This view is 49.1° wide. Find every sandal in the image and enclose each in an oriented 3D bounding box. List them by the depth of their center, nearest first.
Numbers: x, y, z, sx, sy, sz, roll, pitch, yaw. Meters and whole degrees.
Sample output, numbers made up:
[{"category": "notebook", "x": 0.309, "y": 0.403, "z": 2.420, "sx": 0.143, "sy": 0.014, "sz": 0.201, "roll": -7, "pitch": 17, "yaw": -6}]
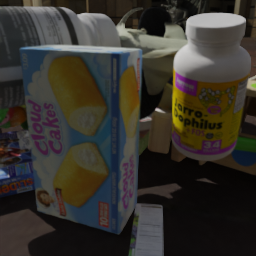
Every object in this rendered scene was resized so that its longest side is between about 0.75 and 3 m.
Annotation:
[{"category": "sandal", "x": 0.384, "y": -1.275, "z": 5.935, "sx": 0.894, "sy": 2.381, "sz": 0.537, "roll": 13, "pitch": 6, "yaw": -6}]

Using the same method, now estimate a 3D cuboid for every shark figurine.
[{"category": "shark figurine", "x": 0.376, "y": -1.363, "z": 5.509, "sx": 1.840, "sy": 1.285, "sz": 3.080, "roll": -28, "pitch": 44, "yaw": -32}]

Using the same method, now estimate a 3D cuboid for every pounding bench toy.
[{"category": "pounding bench toy", "x": 2.045, "y": 0.043, "z": 5.440, "sx": 2.268, "sy": 1.806, "sz": 2.907, "roll": 18, "pitch": 28, "yaw": 36}]

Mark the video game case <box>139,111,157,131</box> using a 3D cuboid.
[{"category": "video game case", "x": -0.417, "y": -0.324, "z": 7.041, "sx": 1.857, "sy": 0.227, "sz": 2.597, "roll": -13, "pitch": 21, "yaw": -18}]

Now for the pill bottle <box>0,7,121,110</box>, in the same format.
[{"category": "pill bottle", "x": -1.717, "y": -1.285, "z": 5.054, "sx": 2.929, "sy": 1.668, "sz": 1.668, "roll": -15, "pitch": 26, "yaw": -32}]

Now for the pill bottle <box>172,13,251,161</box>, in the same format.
[{"category": "pill bottle", "x": 1.156, "y": -0.550, "z": 4.046, "sx": 1.020, "sy": 1.957, "sz": 1.020, "roll": -3, "pitch": 34, "yaw": 2}]

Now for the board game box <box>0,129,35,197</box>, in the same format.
[{"category": "board game box", "x": -2.621, "y": 0.669, "z": 5.779, "sx": 1.492, "sy": 0.380, "sz": 2.204, "roll": -9, "pitch": 24, "yaw": -22}]

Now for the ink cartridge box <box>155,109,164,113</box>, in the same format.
[{"category": "ink cartridge box", "x": 1.097, "y": -0.314, "z": 7.936, "sx": 0.923, "sy": 0.530, "sz": 1.575, "roll": 8, "pitch": 24, "yaw": 5}]

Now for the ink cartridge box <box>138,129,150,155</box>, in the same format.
[{"category": "ink cartridge box", "x": 0.034, "y": 0.019, "z": 7.265, "sx": 1.354, "sy": 0.446, "sz": 1.860, "roll": 12, "pitch": 26, "yaw": 21}]

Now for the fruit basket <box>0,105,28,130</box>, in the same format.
[{"category": "fruit basket", "x": -2.828, "y": -0.438, "z": 6.777, "sx": 1.106, "sy": 2.184, "sz": 2.358, "roll": 46, "pitch": 40, "yaw": -2}]

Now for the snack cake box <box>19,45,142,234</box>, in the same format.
[{"category": "snack cake box", "x": -0.638, "y": 0.122, "z": 4.184, "sx": 1.475, "sy": 2.566, "sz": 0.862, "roll": 7, "pitch": 21, "yaw": 18}]

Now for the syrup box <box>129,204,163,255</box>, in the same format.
[{"category": "syrup box", "x": 0.256, "y": 1.486, "z": 3.724, "sx": 0.416, "sy": 0.402, "sz": 1.022, "roll": 2, "pitch": 22, "yaw": 5}]

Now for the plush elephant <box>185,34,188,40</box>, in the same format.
[{"category": "plush elephant", "x": 1.399, "y": -1.571, "z": 9.267, "sx": 2.168, "sy": 2.632, "sz": 2.038, "roll": 20, "pitch": -20, "yaw": -16}]

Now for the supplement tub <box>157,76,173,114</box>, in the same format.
[{"category": "supplement tub", "x": 0.751, "y": -1.201, "z": 6.888, "sx": 1.838, "sy": 1.327, "sz": 1.327, "roll": 26, "pitch": 18, "yaw": -13}]
